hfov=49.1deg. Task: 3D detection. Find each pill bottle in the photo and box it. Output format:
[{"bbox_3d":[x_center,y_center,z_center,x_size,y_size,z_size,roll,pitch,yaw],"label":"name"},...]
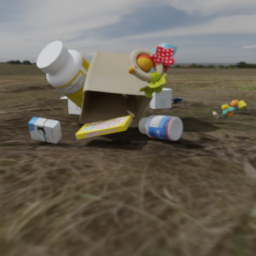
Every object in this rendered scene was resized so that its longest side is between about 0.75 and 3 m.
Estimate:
[{"bbox_3d":[0.916,-0.014,8.183,0.676,0.676,1.205,-13,13,-44],"label":"pill bottle"},{"bbox_3d":[-1.970,-1.848,10.353,1.521,1.521,2.705,11,-22,39],"label":"pill bottle"}]

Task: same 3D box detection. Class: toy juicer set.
[{"bbox_3d":[2.907,-0.465,8.240,0.650,0.278,1.022,5,-30,-43],"label":"toy juicer set"}]

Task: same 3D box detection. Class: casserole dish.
[{"bbox_3d":[0.816,-2.179,9.733,0.498,1.554,2.565,34,-3,-12],"label":"casserole dish"}]

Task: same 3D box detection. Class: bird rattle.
[{"bbox_3d":[0.599,-1.626,7.274,1.205,1.479,0.833,22,-22,-18],"label":"bird rattle"}]

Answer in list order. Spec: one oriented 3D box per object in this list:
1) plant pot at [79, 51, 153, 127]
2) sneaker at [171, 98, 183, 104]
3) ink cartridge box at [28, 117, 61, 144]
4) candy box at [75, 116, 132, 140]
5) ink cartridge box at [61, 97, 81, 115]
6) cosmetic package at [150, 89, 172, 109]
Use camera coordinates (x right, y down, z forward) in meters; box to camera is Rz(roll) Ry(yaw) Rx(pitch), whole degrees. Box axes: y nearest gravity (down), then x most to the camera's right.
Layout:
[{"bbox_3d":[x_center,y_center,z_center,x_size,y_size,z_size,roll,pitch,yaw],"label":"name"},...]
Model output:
[{"bbox_3d":[-0.461,-1.299,9.032,1.998,1.769,1.996,5,-28,-11],"label":"plant pot"},{"bbox_3d":[2.612,-1.514,15.363,0.805,0.306,0.581,-7,1,10],"label":"sneaker"},{"bbox_3d":[-2.269,0.069,7.664,0.768,0.557,0.322,10,36,12],"label":"ink cartridge box"},{"bbox_3d":[-0.648,-0.011,7.618,1.440,0.190,0.736,-11,21,18],"label":"candy box"},{"bbox_3d":[-1.757,-1.024,12.441,2.193,0.740,1.277,7,16,24],"label":"ink cartridge box"},{"bbox_3d":[1.619,-1.451,13.860,0.925,0.928,0.571,-4,14,-19],"label":"cosmetic package"}]
